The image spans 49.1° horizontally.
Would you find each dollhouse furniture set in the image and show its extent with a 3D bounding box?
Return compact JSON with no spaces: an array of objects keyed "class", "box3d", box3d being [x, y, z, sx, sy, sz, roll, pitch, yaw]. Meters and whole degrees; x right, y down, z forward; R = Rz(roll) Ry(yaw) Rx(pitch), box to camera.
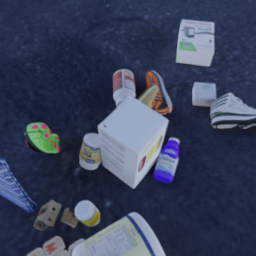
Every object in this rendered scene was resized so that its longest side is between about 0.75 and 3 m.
[{"class":"dollhouse furniture set","box3d":[-2.231,2.906,8.762,1.053,0.742,0.738,34,45,-19]}]

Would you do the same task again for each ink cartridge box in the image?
[{"class":"ink cartridge box","box3d":[3.177,-4.054,13.261,1.577,0.911,2.168,8,57,5]}]

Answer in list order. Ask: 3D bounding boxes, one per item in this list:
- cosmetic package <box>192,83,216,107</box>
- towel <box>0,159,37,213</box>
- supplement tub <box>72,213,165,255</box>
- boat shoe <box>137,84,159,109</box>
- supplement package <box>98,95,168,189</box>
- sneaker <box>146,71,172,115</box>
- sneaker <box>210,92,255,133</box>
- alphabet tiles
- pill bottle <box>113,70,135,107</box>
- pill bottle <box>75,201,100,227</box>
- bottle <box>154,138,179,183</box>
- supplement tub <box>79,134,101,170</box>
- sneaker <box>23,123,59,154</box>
[{"class":"cosmetic package","box3d":[3.171,-1.396,11.720,0.870,0.535,0.868,4,56,5]},{"class":"towel","box3d":[-3.909,1.443,8.358,2.047,2.827,0.337,20,53,21]},{"class":"supplement tub","box3d":[-0.396,3.616,7.478,2.431,1.762,1.762,-27,60,-17]},{"class":"boat shoe","box3d":[0.605,-0.677,10.496,0.788,2.069,0.741,45,33,12]},{"class":"supplement package","box3d":[0.110,0.555,9.056,1.480,2.702,1.537,34,64,17]},{"class":"sneaker","box3d":[0.872,-1.445,11.565,1.225,0.848,2.187,-14,57,-11]},{"class":"sneaker","box3d":[4.641,-0.739,10.942,2.866,1.081,1.649,1,58,3]},{"class":"alphabet tiles","box3d":[-1.946,4.411,7.976,2.336,0.174,2.388,-29,64,-20]},{"class":"pill bottle","box3d":[-0.170,-1.548,11.589,0.909,0.909,1.620,-2,56,-1]},{"class":"pill bottle","box3d":[-1.198,2.653,8.540,0.596,1.063,0.596,-5,57,7]},{"class":"bottle","box3d":[1.442,1.119,10.025,0.693,0.542,1.660,17,58,11]},{"class":"supplement tub","box3d":[-1.258,0.835,9.779,0.794,1.100,0.794,14,27,-7]},{"class":"sneaker","box3d":[-3.009,0.488,9.383,1.027,2.450,0.940,-8,75,-2]}]
